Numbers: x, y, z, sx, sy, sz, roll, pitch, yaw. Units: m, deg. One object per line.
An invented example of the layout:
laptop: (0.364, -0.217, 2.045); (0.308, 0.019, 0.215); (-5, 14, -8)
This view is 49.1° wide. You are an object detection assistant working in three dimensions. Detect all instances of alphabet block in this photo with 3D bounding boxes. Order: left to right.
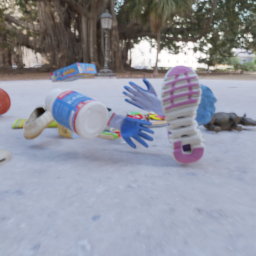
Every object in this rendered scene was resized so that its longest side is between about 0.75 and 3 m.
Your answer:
alphabet block: (-2.287, -0.181, 11.822); (1.027, 1.004, 1.009); (12, 15, 40)

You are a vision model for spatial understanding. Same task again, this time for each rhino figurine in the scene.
rhino figurine: (4.647, -0.299, 12.709); (2.813, 0.841, 1.230); (-1, 13, -11)

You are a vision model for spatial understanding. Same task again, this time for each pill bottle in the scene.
pill bottle: (-1.764, -0.556, 9.053); (2.175, 1.220, 1.220); (25, 26, 38)

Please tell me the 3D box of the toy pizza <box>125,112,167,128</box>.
toy pizza: (0.924, -0.509, 14.386); (2.746, 0.435, 2.746); (0, 13, 0)

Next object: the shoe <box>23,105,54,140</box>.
shoe: (-3.335, -0.471, 10.890); (0.841, 0.642, 2.407); (-1, 33, 15)

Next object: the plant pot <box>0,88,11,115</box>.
plant pot: (-7.433, -1.196, 15.045); (1.735, 1.735, 1.687); (-1, 22, -5)

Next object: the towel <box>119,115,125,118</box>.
towel: (0.024, -0.050, 10.641); (0.753, 0.389, 0.910); (43, -2, 40)

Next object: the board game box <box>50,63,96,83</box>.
board game box: (-2.080, -2.088, 10.729); (1.266, 0.361, 1.293); (-13, 4, 25)

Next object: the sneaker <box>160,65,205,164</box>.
sneaker: (1.558, -0.428, 8.506); (1.167, 2.902, 1.283); (-7, 13, 1)

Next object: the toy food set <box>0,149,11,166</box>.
toy food set: (-4.453, 0.940, 8.630); (1.341, 0.405, 0.962); (10, 14, 5)

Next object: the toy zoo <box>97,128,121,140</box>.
toy zoo: (-0.598, 0.214, 11.950); (0.977, 0.152, 1.489); (7, 15, 34)

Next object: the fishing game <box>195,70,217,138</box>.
fishing game: (2.473, -0.908, 10.866); (1.884, 2.631, 0.409); (0, 14, 7)

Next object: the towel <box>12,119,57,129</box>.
towel: (-4.060, -0.197, 13.641); (2.857, 0.258, 1.229); (-1, 19, -9)

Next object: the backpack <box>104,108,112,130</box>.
backpack: (-1.158, -0.326, 12.286); (1.179, 0.894, 1.413); (-33, 12, -39)

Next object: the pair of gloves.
pair of gloves: (0.332, -0.500, 9.519); (1.839, 2.288, 0.261); (30, 12, 20)
